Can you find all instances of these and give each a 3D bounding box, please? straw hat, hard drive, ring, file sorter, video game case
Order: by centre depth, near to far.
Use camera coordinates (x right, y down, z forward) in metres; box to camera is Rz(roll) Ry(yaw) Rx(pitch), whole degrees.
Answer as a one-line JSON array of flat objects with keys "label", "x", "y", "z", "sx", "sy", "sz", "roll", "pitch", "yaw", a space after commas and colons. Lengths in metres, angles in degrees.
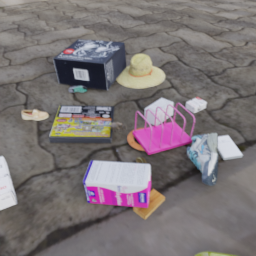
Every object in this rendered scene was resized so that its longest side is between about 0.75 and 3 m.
[{"label": "file sorter", "x": 1.420, "y": -0.075, "z": 11.168, "sx": 2.038, "sy": 1.278, "sz": 1.416, "roll": -13, "pitch": 39, "yaw": -21}, {"label": "hard drive", "x": 3.912, "y": 0.778, "z": 11.193, "sx": 0.778, "sy": 0.155, "sz": 1.180, "roll": -7, "pitch": 40, "yaw": -9}, {"label": "ring", "x": 0.696, "y": 0.489, "z": 11.536, "sx": 1.464, "sy": 0.140, "sz": 1.464, "roll": 2, "pitch": 37, "yaw": -1}, {"label": "video game case", "x": -1.942, "y": -0.203, "z": 12.268, "sx": 2.561, "sy": 0.327, "sz": 2.314, "roll": 1, "pitch": 39, "yaw": 0}, {"label": "straw hat", "x": 0.698, "y": -3.381, "z": 15.470, "sx": 2.873, "sy": 1.216, "sz": 2.873, "roll": -1, "pitch": 39, "yaw": 0}]

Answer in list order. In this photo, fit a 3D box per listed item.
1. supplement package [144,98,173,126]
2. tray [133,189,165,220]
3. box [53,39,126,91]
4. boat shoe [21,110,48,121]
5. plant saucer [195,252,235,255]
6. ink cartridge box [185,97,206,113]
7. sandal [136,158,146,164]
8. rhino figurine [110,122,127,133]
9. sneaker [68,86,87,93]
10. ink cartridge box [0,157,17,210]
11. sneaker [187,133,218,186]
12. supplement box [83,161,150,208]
[{"label": "supplement package", "x": 1.385, "y": -0.717, "z": 12.567, "sx": 0.700, "sy": 0.674, "sz": 1.231, "roll": 27, "pitch": 46, "yaw": 36}, {"label": "tray", "x": 0.683, "y": 2.465, "z": 9.106, "sx": 0.504, "sy": 0.189, "sz": 1.021, "roll": 30, "pitch": 49, "yaw": 32}, {"label": "box", "x": -1.972, "y": -3.517, "z": 15.191, "sx": 2.986, "sy": 1.554, "sz": 2.719, "roll": 10, "pitch": 40, "yaw": 18}, {"label": "boat shoe", "x": -4.242, "y": -0.614, "z": 12.696, "sx": 1.193, "sy": 0.413, "sz": 0.440, "roll": -3, "pitch": 39, "yaw": -3}, {"label": "plant saucer", "x": 2.674, "y": 3.755, "z": 6.751, "sx": 1.986, "sy": 0.476, "sz": 1.989, "roll": 6, "pitch": 18, "yaw": 6}, {"label": "ink cartridge box", "x": 3.219, "y": -1.077, "z": 13.325, "sx": 0.808, "sy": 0.335, "sz": 0.593, "roll": -24, "pitch": 45, "yaw": -27}, {"label": "sandal", "x": 0.505, "y": 1.471, "z": 10.273, "sx": 0.456, "sy": 0.307, "sz": 1.136, "roll": 0, "pitch": 24, "yaw": -8}, {"label": "rhino figurine", "x": -0.380, "y": -0.040, "z": 11.355, "sx": 0.306, "sy": 0.448, "sz": 1.024, "roll": -47, "pitch": 22, "yaw": -27}, {"label": "sneaker", "x": -2.593, "y": -2.061, "z": 14.535, "sx": 0.975, "sy": 0.363, "sz": 0.427, "roll": -2, "pitch": 34, "yaw": -2}, {"label": "ink cartridge box", "x": -4.565, "y": 1.931, "z": 9.318, "sx": 1.276, "sy": 0.743, "sz": 1.752, "roll": -19, "pitch": 41, "yaw": -21}, {"label": "sneaker", "x": 2.711, "y": 1.150, "z": 10.281, "sx": 1.122, "sy": 1.008, "sz": 2.598, "roll": 0, "pitch": 30, "yaw": 17}, {"label": "supplement box", "x": -0.309, "y": 1.808, "z": 9.092, "sx": 2.012, "sy": 1.018, "sz": 1.040, "roll": 1, "pitch": 35, "yaw": 9}]
